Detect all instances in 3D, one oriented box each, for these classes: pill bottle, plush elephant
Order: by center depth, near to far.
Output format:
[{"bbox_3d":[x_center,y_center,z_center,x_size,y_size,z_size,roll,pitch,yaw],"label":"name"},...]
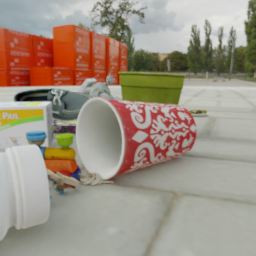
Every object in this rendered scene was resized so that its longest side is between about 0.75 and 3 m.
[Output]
[{"bbox_3d":[-2.253,0.897,3.420,2.324,1.322,1.322,-7,13,-29],"label":"pill bottle"},{"bbox_3d":[-1.350,-1.330,13.934,1.916,2.326,1.801,24,35,-20],"label":"plush elephant"}]

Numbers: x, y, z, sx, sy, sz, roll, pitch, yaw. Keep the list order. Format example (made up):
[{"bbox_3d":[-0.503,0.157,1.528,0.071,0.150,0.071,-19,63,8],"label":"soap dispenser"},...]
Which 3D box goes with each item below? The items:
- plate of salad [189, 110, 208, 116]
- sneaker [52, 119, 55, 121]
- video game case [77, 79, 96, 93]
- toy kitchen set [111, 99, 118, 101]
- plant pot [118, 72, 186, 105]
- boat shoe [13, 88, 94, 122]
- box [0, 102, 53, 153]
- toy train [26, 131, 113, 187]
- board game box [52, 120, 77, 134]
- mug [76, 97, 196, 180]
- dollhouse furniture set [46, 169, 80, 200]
[{"bbox_3d":[3.566,-0.820,14.733,1.280,0.307,1.280,-1,9,0],"label":"plate of salad"},{"bbox_3d":[-3.544,-0.739,13.272,1.748,0.766,0.661,-8,15,-28],"label":"sneaker"},{"bbox_3d":[-2.738,-1.802,15.740,0.272,2.296,2.090,39,11,-5],"label":"video game case"},{"bbox_3d":[-0.364,-0.964,12.879,0.928,0.683,1.159,10,-23,-2],"label":"toy kitchen set"},{"bbox_3d":[0.757,-0.755,9.562,2.246,2.163,2.246,2,9,0],"label":"plant pot"},{"bbox_3d":[-2.436,-0.826,9.246,2.785,1.014,0.861,2,-18,11],"label":"boat shoe"},{"bbox_3d":[-3.591,-0.022,8.062,2.625,1.331,1.477,-2,10,-9],"label":"box"},{"bbox_3d":[-1.210,0.589,5.700,1.827,1.057,0.773,0,12,4],"label":"toy train"},{"bbox_3d":[-2.184,-0.183,11.529,1.552,0.418,2.586,-3,11,5],"label":"board game box"},{"bbox_3d":[0.139,0.044,6.794,2.555,1.704,2.268,-5,23,-41],"label":"mug"},{"bbox_3d":[-1.285,1.099,4.907,0.795,0.560,0.557,29,-9,-38],"label":"dollhouse furniture set"}]
